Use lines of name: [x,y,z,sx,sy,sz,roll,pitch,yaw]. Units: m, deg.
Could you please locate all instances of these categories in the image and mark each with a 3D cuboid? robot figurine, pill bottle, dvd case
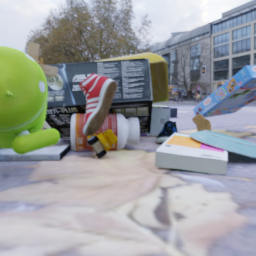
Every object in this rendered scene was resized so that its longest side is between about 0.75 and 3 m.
robot figurine: [-1.944,-0.407,4.442,1.248,1.893,2.158,-25,-10,-25]
pill bottle: [-0.584,0.097,7.095,1.660,0.931,0.931,-1,6,-6]
dvd case: [-2.338,0.550,6.465,1.827,0.160,1.304,0,6,-2]

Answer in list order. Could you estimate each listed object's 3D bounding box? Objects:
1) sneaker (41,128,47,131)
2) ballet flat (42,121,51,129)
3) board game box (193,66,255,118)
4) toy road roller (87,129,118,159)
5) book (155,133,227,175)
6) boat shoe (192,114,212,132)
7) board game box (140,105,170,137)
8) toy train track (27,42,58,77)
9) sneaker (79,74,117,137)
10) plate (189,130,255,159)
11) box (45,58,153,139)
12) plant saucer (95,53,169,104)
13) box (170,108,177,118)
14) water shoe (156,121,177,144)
sneaker: [-3.151,0.190,7.650,1.840,0.614,0.986,4,3,9]
ballet flat: [-3.547,-0.284,11.296,2.259,0.785,0.785,1,5,43]
board game box: [4.011,-1.239,10.059,2.157,0.522,2.851,-9,-21,-29]
toy road roller: [-0.558,0.307,6.269,0.580,0.488,0.795,-33,9,-6]
book: [1.397,0.500,5.805,1.262,0.454,1.890,5,8,20]
boat shoe: [2.590,-0.006,9.523,0.523,0.491,1.419,-31,21,13]
board game box: [0.986,-0.309,10.406,1.012,1.030,1.964,2,6,5]
toy train track: [-2.372,-0.977,6.728,1.200,2.091,0.340,6,-8,-29]
sneaker: [-0.820,-0.536,6.195,0.757,1.345,0.479,30,9,28]
plate: [2.276,0.323,6.296,1.787,0.228,1.787,15,8,-2]
box: [-0.826,-0.711,8.023,2.932,1.263,2.401,-4,-21,2]
plant saucer: [-0.110,-1.485,9.039,2.736,0.663,2.737,-8,-19,6]
box: [2.566,-1.039,19.022,1.162,0.716,1.153,-3,8,-23]
water shoe: [1.170,0.101,8.457,0.570,0.630,1.595,2,6,13]
